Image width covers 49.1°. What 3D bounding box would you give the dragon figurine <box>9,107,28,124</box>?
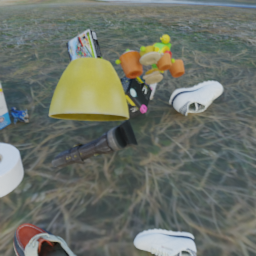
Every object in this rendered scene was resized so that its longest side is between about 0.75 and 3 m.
[{"bbox_3d":[-4.178,-0.402,10.653,0.696,0.412,1.399,-10,31,-17],"label":"dragon figurine"}]

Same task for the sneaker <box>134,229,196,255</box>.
[{"bbox_3d":[0.754,2.447,5.768,1.272,0.486,0.512,0,40,3],"label":"sneaker"}]

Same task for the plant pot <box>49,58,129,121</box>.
[{"bbox_3d":[-1.138,-1.121,8.374,2.341,1.662,2.341,1,-4,0],"label":"plant pot"}]

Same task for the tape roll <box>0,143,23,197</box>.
[{"bbox_3d":[-3.909,1.180,7.706,1.878,0.657,1.878,0,31,0],"label":"tape roll"}]

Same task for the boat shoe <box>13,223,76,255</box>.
[{"bbox_3d":[-1.571,2.468,5.481,2.193,0.686,0.781,24,40,37],"label":"boat shoe"}]

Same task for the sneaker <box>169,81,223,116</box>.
[{"bbox_3d":[3.007,-1.161,11.612,2.650,1.012,1.067,-20,47,-23],"label":"sneaker"}]

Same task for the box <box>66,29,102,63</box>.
[{"bbox_3d":[-1.500,-2.307,10.297,1.218,2.214,0.384,-20,-9,30],"label":"box"}]

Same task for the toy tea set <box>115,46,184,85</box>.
[{"bbox_3d":[0.870,-2.367,10.005,1.598,0.994,2.687,-27,-21,34],"label":"toy tea set"}]

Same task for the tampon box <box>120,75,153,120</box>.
[{"bbox_3d":[0.174,-1.286,10.893,0.925,1.098,1.465,-22,35,35],"label":"tampon box"}]

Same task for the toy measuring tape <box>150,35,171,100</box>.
[{"bbox_3d":[1.107,-2.499,11.642,1.010,2.747,1.010,16,18,-5],"label":"toy measuring tape"}]

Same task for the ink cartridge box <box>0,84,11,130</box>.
[{"bbox_3d":[-5.535,-0.953,9.657,1.700,2.350,1.730,13,33,22],"label":"ink cartridge box"}]

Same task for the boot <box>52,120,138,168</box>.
[{"bbox_3d":[-0.827,0.472,7.450,1.855,0.738,2.131,-21,-4,18],"label":"boot"}]
